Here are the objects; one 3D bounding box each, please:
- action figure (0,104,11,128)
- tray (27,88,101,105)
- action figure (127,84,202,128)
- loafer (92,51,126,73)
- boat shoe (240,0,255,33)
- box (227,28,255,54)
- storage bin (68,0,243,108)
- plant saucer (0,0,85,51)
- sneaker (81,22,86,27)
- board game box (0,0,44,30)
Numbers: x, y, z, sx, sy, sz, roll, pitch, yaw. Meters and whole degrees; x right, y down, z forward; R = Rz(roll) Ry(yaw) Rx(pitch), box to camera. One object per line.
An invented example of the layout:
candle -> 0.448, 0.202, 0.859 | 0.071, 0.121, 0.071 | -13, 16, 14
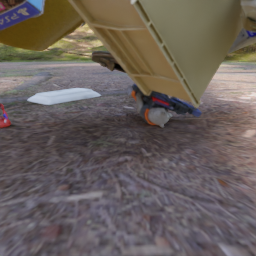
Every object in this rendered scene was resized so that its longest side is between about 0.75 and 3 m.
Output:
action figure -> -3.567, -0.399, 7.378 | 1.459, 0.722, 0.476 | 14, 21, 33
tray -> -2.527, -1.327, 11.321 | 1.433, 0.296, 2.669 | 12, 19, 38
action figure -> 0.886, -0.547, 7.963 | 2.123, 1.111, 2.054 | 23, 20, -12
loafer -> -0.288, -1.726, 7.594 | 1.492, 0.469, 0.537 | 10, -10, 1
boat shoe -> 2.026, -1.786, 4.097 | 0.748, 0.684, 2.001 | -6, 20, 26
box -> 3.124, -3.117, 7.168 | 1.887, 1.736, 0.990 | -25, -2, -17
storage bin -> 0.880, -2.394, 4.734 | 1.397, 2.981, 2.959 | 26, -11, 41
plant saucer -> -0.915, -2.655, 5.772 | 2.904, 0.703, 2.903 | -28, 23, 22
sneaker -> -1.481, -4.137, 9.375 | 0.731, 0.941, 2.092 | -48, 18, -15
board game box -> -2.711, -2.310, 3.112 | 2.258, 1.371, 2.832 | -6, -16, 29
